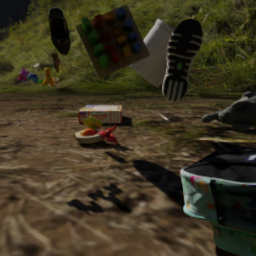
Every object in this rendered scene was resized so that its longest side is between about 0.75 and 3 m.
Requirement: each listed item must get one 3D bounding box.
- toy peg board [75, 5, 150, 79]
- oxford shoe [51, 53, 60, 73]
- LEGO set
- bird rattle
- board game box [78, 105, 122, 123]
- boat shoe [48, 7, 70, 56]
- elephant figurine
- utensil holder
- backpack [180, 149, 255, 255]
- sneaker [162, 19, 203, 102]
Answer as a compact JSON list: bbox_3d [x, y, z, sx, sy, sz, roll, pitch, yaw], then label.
[{"bbox_3d":[-0.356,-2.126,6.612,1.388,1.394,0.682,-25,1,-4],"label":"toy peg board"},{"bbox_3d":[-2.818,-2.580,11.125,0.287,0.805,0.287,-13,14,-21],"label":"oxford shoe"},{"bbox_3d":[-2.344,-1.418,7.599,1.150,0.472,0.438,7,1,-35],"label":"LEGO set"},{"bbox_3d":[-1.109,0.280,9.364,1.238,0.855,1.518,-19,32,-30],"label":"bird rattle"},{"bbox_3d":[-1.363,-0.763,14.746,2.082,0.637,2.749,0,10,1],"label":"board game box"},{"bbox_3d":[-2.549,-3.448,10.450,0.737,0.631,2.014,-12,-31,-10],"label":"boat shoe"},{"bbox_3d":[4.698,-0.527,11.882,2.334,1.811,1.652,-15,58,-20],"label":"elephant figurine"},{"bbox_3d":[1.223,-2.933,11.230,1.755,2.065,1.755,37,15,-12],"label":"utensil holder"},{"bbox_3d":[1.547,0.848,3.568,1.485,1.259,1.672,-9,6,-37],"label":"backpack"},{"bbox_3d":[1.698,-2.216,9.689,1.050,2.775,1.603,17,-1,2],"label":"sneaker"}]
